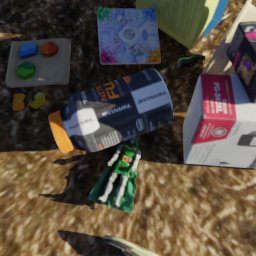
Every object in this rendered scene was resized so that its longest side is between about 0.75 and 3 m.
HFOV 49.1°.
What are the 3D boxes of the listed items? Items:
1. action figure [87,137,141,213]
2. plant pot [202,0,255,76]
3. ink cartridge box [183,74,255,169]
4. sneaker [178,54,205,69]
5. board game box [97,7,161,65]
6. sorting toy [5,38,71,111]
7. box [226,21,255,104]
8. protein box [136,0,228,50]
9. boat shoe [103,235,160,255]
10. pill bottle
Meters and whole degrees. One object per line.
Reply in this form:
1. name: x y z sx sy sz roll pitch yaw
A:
1. action figure: -0.148 0.994 6.812 1.099 0.509 1.861 17 60 9
2. plant pot: 3.265 -1.639 7.045 2.102 2.297 2.297 32 70 8
3. ink cartridge box: 2.851 -0.035 6.330 2.874 2.087 1.198 4 57 2
4. sneaker: 1.807 -1.861 7.950 0.769 0.295 0.322 -14 65 18
5. board game box: 0.030 -2.674 8.014 1.737 0.225 1.737 -3 78 -8
6. sorting toy: -2.607 -1.635 8.068 1.766 0.317 2.371 -2 66 -1
7. box: 2.658 -1.294 5.410 0.908 0.788 1.485 -7 57 -6
8. protein box: 1.590 -4.031 8.052 2.296 2.279 1.549 40 72 16
9. boat shoe: 0.046 2.724 6.053 1.327 0.474 0.436 20 63 4
10. pill bottle: -0.436 -0.319 6.720 2.755 1.463 1.463 -21 68 -5
